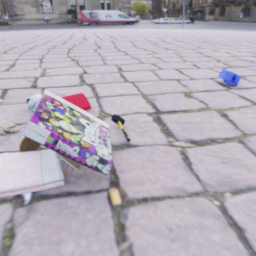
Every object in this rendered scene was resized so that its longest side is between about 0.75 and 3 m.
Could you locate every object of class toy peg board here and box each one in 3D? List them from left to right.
[{"bbox_3d":[-1.638,0.824,7.940,0.781,0.382,0.778,40,33,-7],"label":"toy peg board"}]

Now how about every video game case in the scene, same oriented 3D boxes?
[{"bbox_3d":[-1.529,0.030,7.751,2.292,0.453,2.528,29,18,-18],"label":"video game case"}]

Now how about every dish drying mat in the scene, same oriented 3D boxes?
[{"bbox_3d":[-2.268,-0.993,11.693,0.203,0.856,2.228,-32,0,26],"label":"dish drying mat"}]

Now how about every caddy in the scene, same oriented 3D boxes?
[{"bbox_3d":[5.832,-2.871,16.208,1.040,0.772,1.471,20,21,-13],"label":"caddy"}]

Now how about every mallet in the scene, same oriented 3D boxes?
[{"bbox_3d":[-0.157,0.055,10.345,0.525,0.328,1.593,27,19,-39],"label":"mallet"}]

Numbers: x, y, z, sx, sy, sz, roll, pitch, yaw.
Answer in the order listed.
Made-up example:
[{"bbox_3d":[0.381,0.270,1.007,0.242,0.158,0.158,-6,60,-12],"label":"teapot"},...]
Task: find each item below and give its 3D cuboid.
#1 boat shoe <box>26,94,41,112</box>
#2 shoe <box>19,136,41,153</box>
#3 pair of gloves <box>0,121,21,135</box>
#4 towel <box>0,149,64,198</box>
[{"bbox_3d":[-3.944,-0.951,12.138,0.773,0.757,2.169,-21,25,-24],"label":"boat shoe"},{"bbox_3d":[-2.861,0.102,8.867,0.609,1.743,0.465,32,13,-28],"label":"shoe"},{"bbox_3d":[-4.868,0.145,10.213,1.255,0.259,1.476,8,24,25],"label":"pair of gloves"},{"bbox_3d":[-2.804,1.164,7.922,1.858,0.314,1.945,-8,25,-16],"label":"towel"}]
